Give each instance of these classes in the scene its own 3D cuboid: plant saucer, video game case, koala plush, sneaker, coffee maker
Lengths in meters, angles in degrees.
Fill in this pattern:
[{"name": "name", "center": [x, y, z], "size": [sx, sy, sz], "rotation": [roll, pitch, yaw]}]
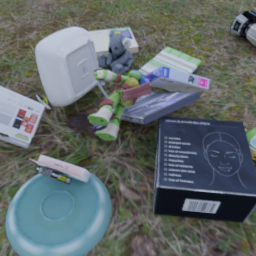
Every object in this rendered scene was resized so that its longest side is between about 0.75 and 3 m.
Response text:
[{"name": "plant saucer", "center": [-1.979, 2.270, 7.959], "size": [2.992, 0.410, 2.992], "rotation": [-1, 47, 1]}, {"name": "video game case", "center": [0.719, -0.763, 9.674], "size": [2.126, 0.282, 2.977], "rotation": [-25, 17, -21]}, {"name": "koala plush", "center": [-0.456, -3.451, 12.338], "size": [1.506, 1.638, 1.453], "rotation": [-36, 57, -29]}, {"name": "sneaker", "center": [-3.216, -1.079, 10.753], "size": [0.349, 0.825, 0.307], "rotation": [-49, 37, -12]}, {"name": "coffee maker", "center": [6.461, -4.771, 13.942], "size": [2.001, 1.403, 2.084], "rotation": [4, 39, -42]}]

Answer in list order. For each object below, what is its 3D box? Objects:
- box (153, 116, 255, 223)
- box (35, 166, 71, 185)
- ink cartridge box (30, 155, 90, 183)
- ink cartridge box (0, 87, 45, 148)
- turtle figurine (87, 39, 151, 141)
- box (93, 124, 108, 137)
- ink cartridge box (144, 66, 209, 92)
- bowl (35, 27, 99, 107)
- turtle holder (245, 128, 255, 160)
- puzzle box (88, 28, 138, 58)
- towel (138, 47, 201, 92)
[{"name": "box", "center": [2.085, 1.128, 8.157], "size": [2.604, 1.614, 2.560], "rotation": [5, 48, 4]}, {"name": "box", "center": [-2.119, 1.335, 7.912], "size": [0.878, 0.703, 0.194], "rotation": [3, 65, 47]}, {"name": "ink cartridge box", "center": [-1.867, 1.093, 7.844], "size": [1.434, 1.245, 0.312], "rotation": [17, 71, 9]}, {"name": "ink cartridge box", "center": [-3.978, -0.344, 9.295], "size": [1.830, 0.767, 1.607], "rotation": [25, 74, -30]}, {"name": "turtle figurine", "center": [-0.710, -0.977, 8.928], "size": [2.496, 1.796, 2.420], "rotation": [25, 59, -7]}, {"name": "box", "center": [-0.946, -0.176, 9.938], "size": [0.644, 0.163, 0.901], "rotation": [-29, 43, 24]}, {"name": "ink cartridge box", "center": [1.638, -1.769, 10.479], "size": [2.380, 1.420, 0.499], "rotation": [8, 85, -20]}, {"name": "bowl", "center": [-1.998, -2.260, 10.422], "size": [0.968, 2.593, 2.590], "rotation": [13, 39, 28]}, {"name": "turtle holder", "center": [4.146, 0.573, 9.032], "size": [1.439, 1.093, 1.022], "rotation": [-13, 49, -13]}, {"name": "puzzle box", "center": [-1.125, -4.205, 13.886], "size": [2.945, 0.374, 1.959], "rotation": [-9, 48, -8]}, {"name": "towel", "center": [1.881, -2.641, 12.506], "size": [1.912, 0.393, 2.563], "rotation": [31, 53, 21]}]
